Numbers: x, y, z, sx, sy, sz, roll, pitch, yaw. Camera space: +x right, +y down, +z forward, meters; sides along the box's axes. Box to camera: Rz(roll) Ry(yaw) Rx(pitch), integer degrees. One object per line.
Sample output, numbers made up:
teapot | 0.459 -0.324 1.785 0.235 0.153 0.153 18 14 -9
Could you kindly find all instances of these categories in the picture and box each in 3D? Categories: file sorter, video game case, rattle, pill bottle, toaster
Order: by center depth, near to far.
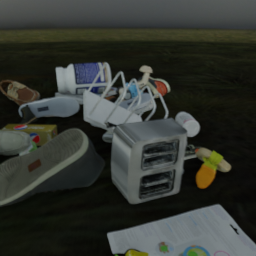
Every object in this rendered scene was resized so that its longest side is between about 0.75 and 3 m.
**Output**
toaster | 0.430 0.700 6.507 1.821 1.647 1.081 -7 24 -24
rattle | 2.020 1.083 7.588 0.928 1.018 1.426 21 -4 -17
file sorter | -0.073 -0.726 8.719 2.234 1.391 1.550 25 30 -26
pill bottle | 2.095 -0.157 10.088 0.628 0.628 1.108 -2 22 -5
pill bottle | -2.228 -2.445 13.958 2.574 1.489 1.489 -6 23 -14
video game case | -2.090 -1.829 14.758 2.018 0.254 2.818 16 27 36

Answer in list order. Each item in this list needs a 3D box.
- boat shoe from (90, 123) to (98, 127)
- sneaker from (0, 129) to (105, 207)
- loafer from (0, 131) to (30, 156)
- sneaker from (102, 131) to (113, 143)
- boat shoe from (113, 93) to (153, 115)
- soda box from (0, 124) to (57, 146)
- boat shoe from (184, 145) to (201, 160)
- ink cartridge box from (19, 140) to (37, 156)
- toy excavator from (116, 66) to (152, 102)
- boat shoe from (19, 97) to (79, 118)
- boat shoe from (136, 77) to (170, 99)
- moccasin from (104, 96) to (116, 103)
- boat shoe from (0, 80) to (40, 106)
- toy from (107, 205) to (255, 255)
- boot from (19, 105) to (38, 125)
boat shoe | -0.800 -0.273 10.471 0.665 0.748 2.034 12 11 -39
sneaker | -1.879 1.225 6.478 2.738 1.454 1.024 -27 51 2
loafer | -3.793 0.435 8.085 2.079 0.727 0.726 -8 -14 20
sneaker | -0.284 0.275 9.176 1.147 0.419 0.406 9 51 23
boat shoe | 0.021 -0.687 11.310 2.130 0.696 0.784 -16 46 6
soda box | -3.230 0.229 9.239 1.697 0.543 0.575 2 22 4
boat shoe | 1.865 0.695 8.380 1.009 0.321 0.357 -14 26 -32
ink cartridge box | -2.982 0.636 8.319 0.469 0.268 0.904 -43 32 -6
toy excavator | 0.356 -1.773 12.513 1.689 1.642 0.844 -23 30 -18
boat shoe | -3.243 -0.873 11.542 2.371 0.872 0.775 -4 15 -17
boat shoe | 1.007 -2.016 14.311 0.871 0.991 2.783 -34 26 -16
moccasin | -1.126 -1.028 12.395 0.649 0.615 1.682 23 40 27
boat shoe | -5.052 -1.590 12.774 2.594 0.982 0.931 16 -17 37
toy | 0.878 2.083 4.672 2.235 0.528 1.287 -7 26 -15
boot | -3.939 -0.406 10.469 0.401 0.717 1.036 -26 10 23
